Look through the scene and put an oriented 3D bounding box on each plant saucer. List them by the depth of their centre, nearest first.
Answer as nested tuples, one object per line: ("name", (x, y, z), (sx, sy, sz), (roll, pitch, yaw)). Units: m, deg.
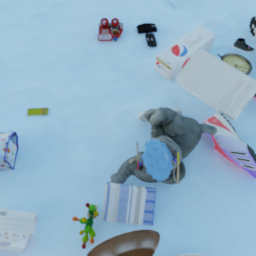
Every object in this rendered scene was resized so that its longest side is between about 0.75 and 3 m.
("plant saucer", (-0.067, 3.355, 7.392), (2.081, 2.081, 0.381), (-16, 50, -9))

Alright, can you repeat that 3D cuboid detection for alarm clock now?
("alarm clock", (4.361, -2.294, 11.381), (1.294, 0.639, 1.919), (0, 50, -9))

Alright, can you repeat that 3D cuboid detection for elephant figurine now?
("elephant figurine", (1.077, 0.976, 9.150), (2.076, 2.276, 2.933), (28, 71, -26))

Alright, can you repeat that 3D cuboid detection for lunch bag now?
("lunch bag", (-4.486, 0.781, 9.573), (1.237, 0.901, 1.455), (-9, 49, -2))

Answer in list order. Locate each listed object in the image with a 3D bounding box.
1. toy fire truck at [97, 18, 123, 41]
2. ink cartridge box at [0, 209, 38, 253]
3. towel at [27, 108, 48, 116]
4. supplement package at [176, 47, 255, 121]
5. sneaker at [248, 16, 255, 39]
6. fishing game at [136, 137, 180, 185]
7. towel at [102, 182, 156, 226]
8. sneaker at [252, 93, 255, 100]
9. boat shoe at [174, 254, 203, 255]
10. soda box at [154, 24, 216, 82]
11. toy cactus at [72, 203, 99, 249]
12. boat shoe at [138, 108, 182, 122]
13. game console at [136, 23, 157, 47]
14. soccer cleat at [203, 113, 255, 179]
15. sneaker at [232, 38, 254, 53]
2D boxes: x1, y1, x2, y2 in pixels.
("toy fire truck", (-0.809, -4.421, 12.800), (1.162, 0.651, 0.975), (1, 84, 1))
("ink cartridge box", (-3.594, 3.142, 8.562), (1.339, 0.299, 1.179), (7, 57, 4))
("towel", (-3.514, -0.629, 10.879), (0.811, 0.073, 0.349), (-2, 59, -1))
("supplement package", (3.265, -1.574, 10.329), (2.499, 1.461, 1.466), (38, 101, 18))
("sneaker", (6.285, -3.813, 12.184), (1.309, 0.961, 2.893), (-3, 58, 2))
("fishing game", (0.852, 0.902, 8.102), (0.273, 1.755, 1.256), (-10, 100, -38))
("towel", (0.026, 2.394, 8.795), (1.665, 0.198, 1.223), (7, 86, 0))
("sneaker", (5.551, -1.415, 10.823), (2.035, 0.970, 0.804), (31, 66, 18))
("boat shoe", (1.164, 3.943, 7.855), (2.154, 0.738, 0.775), (-22, 93, 16))
("soda box", (2.406, -3.198, 11.874), (2.795, 0.890, 0.952), (-39, 67, -19))
("toy cactus", (-1.204, 2.779, 8.456), (0.733, 1.433, 1.182), (4, 21, 5))
("boat shoe", (1.204, -0.361, 10.419), (1.669, 0.582, 0.594), (-5, 66, 1))
("game console", (0.926, -4.278, 12.903), (0.911, 0.186, 1.544), (-7, 59, -4))
("soccer cleat", (3.595, 0.762, 9.724), (1.012, 0.943, 2.764), (-35, 67, 5))
("sneaker", (5.161, -3.661, 12.380), (0.952, 0.472, 0.337), (21, 61, 10))
